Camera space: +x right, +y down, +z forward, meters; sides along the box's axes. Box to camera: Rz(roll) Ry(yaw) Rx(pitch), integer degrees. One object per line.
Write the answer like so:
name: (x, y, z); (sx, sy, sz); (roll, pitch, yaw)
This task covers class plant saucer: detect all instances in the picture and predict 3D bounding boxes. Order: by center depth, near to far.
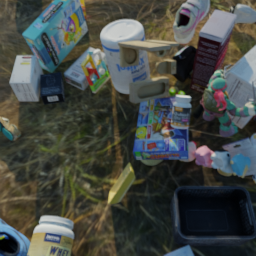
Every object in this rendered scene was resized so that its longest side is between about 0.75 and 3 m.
plant saucer: (-0.160, 1.802, 8.955); (0.306, 1.263, 1.263); (33, 92, -3)

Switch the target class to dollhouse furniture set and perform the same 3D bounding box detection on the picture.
dollhouse furniture set: (1.012, -1.847, 9.641); (2.047, 2.153, 1.754); (-16, 26, -30)

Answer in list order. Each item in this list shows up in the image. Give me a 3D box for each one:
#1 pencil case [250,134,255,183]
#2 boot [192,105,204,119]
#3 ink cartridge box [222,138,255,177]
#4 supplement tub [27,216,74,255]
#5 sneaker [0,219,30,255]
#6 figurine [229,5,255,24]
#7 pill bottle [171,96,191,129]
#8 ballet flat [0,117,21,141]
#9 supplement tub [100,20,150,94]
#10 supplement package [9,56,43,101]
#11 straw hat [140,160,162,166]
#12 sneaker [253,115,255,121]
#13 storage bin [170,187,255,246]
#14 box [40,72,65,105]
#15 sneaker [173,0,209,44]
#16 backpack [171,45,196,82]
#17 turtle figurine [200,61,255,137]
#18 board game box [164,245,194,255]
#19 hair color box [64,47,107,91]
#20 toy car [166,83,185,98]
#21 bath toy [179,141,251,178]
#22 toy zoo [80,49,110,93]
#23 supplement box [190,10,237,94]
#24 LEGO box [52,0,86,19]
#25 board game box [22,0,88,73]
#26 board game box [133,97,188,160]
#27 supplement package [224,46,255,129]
pencil case: (4.779, 1.086, 9.839); (0.856, 0.784, 1.886); (4, 57, 15)
boot: (2.880, -0.832, 10.806); (0.341, 0.756, 0.922); (39, 46, 5)
ink cartridge box: (3.923, 0.974, 9.370); (0.251, 1.233, 1.236); (-25, 86, -30)
supplement tub: (-2.229, 3.484, 8.041); (1.182, 1.182, 1.638); (5, 58, 3)
sneaker: (-4.042, 3.158, 8.368); (2.659, 1.042, 0.876); (23, 62, 16)
figurine: (5.936, -5.290, 13.303); (1.956, 0.863, 2.005); (8, 21, 6)
pill bottle: (1.781, -0.529, 9.371); (0.615, 1.056, 0.615); (4, 14, -1)
ballet flat: (-4.723, -0.044, 10.811); (1.559, 0.550, 0.509); (37, 38, 18)
supplement tub: (-0.050, -2.781, 11.136); (1.656, 2.510, 1.656); (-7, 49, 8)
supplement package: (-4.162, -2.046, 11.609); (0.840, 1.180, 1.515); (-1, 58, -1)
straw hat: (0.879, 0.817, 10.184); (1.051, 0.445, 1.051); (-2, 59, 3)
sneaker: (5.548, 0.222, 10.269); (0.961, 0.852, 2.273); (-10, 46, -30)
storage bin: (2.533, 2.720, 8.623); (2.277, 1.068, 1.540); (0, 57, -1)
box: (-3.154, -1.646, 11.681); (0.876, 0.632, 1.180); (-8, 58, -5)
sneaker: (2.937, -5.344, 13.042); (1.095, 1.187, 2.691); (25, 93, 23)
backpack: (2.429, -2.854, 12.143); (1.236, 0.937, 1.481); (42, 79, -14)
turtle figurine: (2.791, -0.842, 8.248); (1.319, 2.620, 1.961); (-18, 58, 0)
board game box: (1.343, 4.462, 7.902); (1.673, 0.363, 1.665); (-18, 59, -11)
hair color box: (-1.826, -2.627, 12.344); (0.955, 0.585, 1.929); (27, 60, 16)
toy car: (1.966, -1.422, 11.477); (0.738, 0.769, 0.936); (15, 52, 5)
bath toy: (2.796, 0.999, 9.501); (2.393, 1.041, 0.885); (14, 40, 44)
toy zoo: (-1.361, -2.425, 11.561); (0.175, 1.706, 1.120); (18, 57, 32)
supplement box: (3.293, -2.883, 11.088); (0.883, 2.899, 1.578); (24, 59, 20)
LEGO box: (-3.092, -6.228, 14.632); (1.646, 0.635, 1.226); (-9, 58, -6)
board game box: (-3.003, -4.148, 12.125); (0.671, 2.157, 2.858); (28, 71, 16)
board game box: (1.258, -0.056, 10.235); (1.839, 0.468, 2.717); (-2, 46, 14)
supplement package: (4.813, -1.737, 10.781); (1.524, 2.140, 2.748); (40, 63, 21)
